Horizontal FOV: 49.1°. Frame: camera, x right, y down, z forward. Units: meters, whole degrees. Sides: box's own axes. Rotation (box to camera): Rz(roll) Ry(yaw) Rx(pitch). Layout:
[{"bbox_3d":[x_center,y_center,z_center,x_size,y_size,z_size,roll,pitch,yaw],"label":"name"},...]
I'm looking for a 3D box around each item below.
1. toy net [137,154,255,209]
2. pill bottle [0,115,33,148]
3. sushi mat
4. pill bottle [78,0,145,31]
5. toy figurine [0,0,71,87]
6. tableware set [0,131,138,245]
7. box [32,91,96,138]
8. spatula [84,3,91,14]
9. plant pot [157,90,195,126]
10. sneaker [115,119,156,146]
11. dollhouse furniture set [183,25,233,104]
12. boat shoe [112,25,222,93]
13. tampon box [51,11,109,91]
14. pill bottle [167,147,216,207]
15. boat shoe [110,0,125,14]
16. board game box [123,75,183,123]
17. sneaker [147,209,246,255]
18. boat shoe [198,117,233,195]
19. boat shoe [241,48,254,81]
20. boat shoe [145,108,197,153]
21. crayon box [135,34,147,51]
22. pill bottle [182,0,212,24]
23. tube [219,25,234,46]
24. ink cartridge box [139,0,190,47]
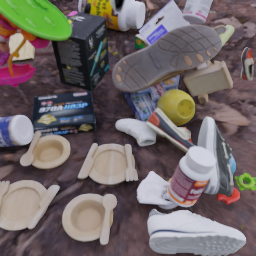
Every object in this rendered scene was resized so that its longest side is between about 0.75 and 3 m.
[{"bbox_3d":[1.379,1.233,5.859,2.451,0.473,1.286,-19,55,-14],"label":"toy net"},{"bbox_3d":[-2.929,0.115,6.541,1.240,0.689,0.689,-7,45,19],"label":"pill bottle"},{"bbox_3d":[-3.765,-2.879,9.879,0.863,0.109,1.804,-10,48,-8],"label":"sushi mat"},{"bbox_3d":[-0.584,-4.390,10.483,2.317,1.266,1.266,18,50,17],"label":"pill bottle"},{"bbox_3d":[-3.037,-2.211,7.089,2.529,2.328,1.899,43,33,1],"label":"toy figurine"},{"bbox_3d":[-1.293,1.130,5.987,2.946,0.342,2.461,7,48,7],"label":"tableware set"},{"bbox_3d":[-1.672,-0.380,7.368,1.558,0.358,1.239,-7,48,-7],"label":"box"},{"bbox_3d":[-1.279,-3.299,8.919,0.248,2.415,0.683,34,82,-2],"label":"spatula"},{"bbox_3d":[1.274,-0.482,6.904,0.947,0.947,0.672,-14,9,-13],"label":"plant pot"},{"bbox_3d":[0.190,0.125,6.836,1.026,0.378,0.593,7,46,-4],"label":"sneaker"},{"bbox_3d":[2.407,-1.786,7.842,1.028,1.203,2.321,-12,42,33],"label":"dollhouse furniture set"},{"bbox_3d":[0.946,-1.733,7.201,2.926,1.050,1.108,-21,87,-4],"label":"boat shoe"},{"bbox_3d":[-1.337,-2.226,8.151,1.093,1.732,1.298,17,49,15],"label":"tampon box"},{"bbox_3d":[1.155,0.894,5.136,0.601,1.052,0.601,11,36,-8],"label":"pill bottle"},{"bbox_3d":[-0.163,-3.106,6.304,0.409,1.113,0.364,-11,61,-11],"label":"boat shoe"},{"bbox_3d":[0.836,-0.907,7.767,1.651,0.510,1.652,-15,49,-13],"label":"board game box"},{"bbox_3d":[1.217,1.810,4.995,1.733,0.662,0.698,8,33,-4],"label":"sneaker"},{"bbox_3d":[1.789,0.549,5.725,0.557,0.618,1.749,9,56,-3],"label":"boat shoe"},{"bbox_3d":[3.256,-1.723,7.578,0.313,0.879,0.275,-13,23,-23],"label":"boat shoe"},{"bbox_3d":[1.160,0.148,6.549,1.580,0.562,0.494,35,86,13],"label":"boat shoe"},{"bbox_3d":[1.246,-3.025,9.728,1.764,0.514,1.048,-27,53,-23],"label":"crayon box"},{"bbox_3d":[2.039,-3.648,7.968,0.676,1.193,0.676,17,8,-2],"label":"pill bottle"},{"bbox_3d":[3.008,-2.798,9.240,0.327,0.365,1.258,36,87,24],"label":"tube"},{"bbox_3d":[1.280,-2.912,8.794,1.485,1.499,0.325,-43,17,-4],"label":"ink cartridge box"}]
